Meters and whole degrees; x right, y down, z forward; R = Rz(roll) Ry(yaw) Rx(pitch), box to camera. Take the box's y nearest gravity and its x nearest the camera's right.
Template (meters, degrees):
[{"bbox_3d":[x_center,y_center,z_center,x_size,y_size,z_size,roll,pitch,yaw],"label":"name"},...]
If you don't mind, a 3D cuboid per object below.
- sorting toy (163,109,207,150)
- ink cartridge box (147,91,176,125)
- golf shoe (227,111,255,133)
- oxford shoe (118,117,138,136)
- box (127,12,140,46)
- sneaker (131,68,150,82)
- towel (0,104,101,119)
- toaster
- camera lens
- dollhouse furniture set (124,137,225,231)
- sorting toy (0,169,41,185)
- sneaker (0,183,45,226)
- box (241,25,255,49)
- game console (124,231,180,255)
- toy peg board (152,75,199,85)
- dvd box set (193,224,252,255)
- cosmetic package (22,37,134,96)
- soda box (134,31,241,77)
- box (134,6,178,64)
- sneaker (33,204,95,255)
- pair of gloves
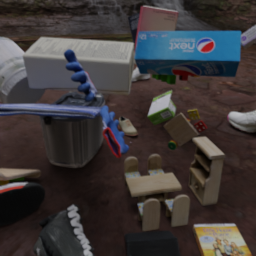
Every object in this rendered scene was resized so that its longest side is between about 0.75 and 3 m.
[{"bbox_3d":[1.064,-0.003,5.431,0.522,1.083,0.183,51,46,2],"label":"sorting toy"},{"bbox_3d":[0.876,-0.516,7.013,0.602,0.309,0.815,-23,29,33],"label":"ink cartridge box"},{"bbox_3d":[5.139,-0.335,10.847,1.038,1.262,2.757,-17,28,-32],"label":"golf shoe"},{"bbox_3d":[-0.051,-0.060,11.132,0.465,0.485,1.315,-14,28,-28],"label":"oxford shoe"},{"bbox_3d":[0.723,-4.609,13.507,0.850,1.368,1.379,-13,-3,23],"label":"box"},{"bbox_3d":[0.538,-3.624,18.480,2.056,1.024,0.770,-18,31,-31],"label":"sneaker"},{"bbox_3d":[-1.550,-0.339,6.372,1.994,0.328,2.754,3,5,1],"label":"towel"},{"bbox_3d":[-1.753,0.039,9.202,1.640,1.864,2.885,4,24,12],"label":"toaster"},{"bbox_3d":[-3.685,-1.697,8.676,1.957,1.565,1.565,43,40,16],"label":"camera lens"},{"bbox_3d":[1.093,1.197,7.078,2.237,1.486,1.961,-5,25,-11],"label":"dollhouse furniture set"},{"bbox_3d":[-3.596,1.254,7.271,1.949,0.384,2.106,1,-8,8],"label":"sorting toy"},{"bbox_3d":[-3.619,1.709,6.536,2.968,0.991,1.591,-21,34,-33],"label":"sneaker"},{"bbox_3d":[4.036,-2.956,8.011,1.742,0.337,0.361,-34,-20,25],"label":"box"},{"bbox_3d":[0.483,2.541,5.782,1.046,0.609,0.920,-3,54,-5],"label":"game console"},{"bbox_3d":[1.957,-2.284,10.485,2.148,1.055,2.157,-3,19,-18],"label":"toy peg board"},{"bbox_3d":[1.965,2.510,5.725,0.969,0.195,1.325,0,24,-2],"label":"dvd box set"},{"bbox_3d":[-1.041,-1.444,6.437,2.276,0.832,1.178,5,38,5],"label":"cosmetic package"},{"bbox_3d":[1.737,-2.195,8.354,2.938,0.996,0.943,5,-17,15],"label":"soda box"},{"bbox_3d":[1.106,-3.842,11.914,1.482,2.318,1.263,7,22,-5],"label":"box"},{"bbox_3d":[-1.239,2.397,5.356,1.062,0.780,2.347,-11,23,-17],"label":"sneaker"},{"bbox_3d":[-0.420,-0.336,4.137,0.197,1.727,1.388,-27,7,3],"label":"pair of gloves"}]
